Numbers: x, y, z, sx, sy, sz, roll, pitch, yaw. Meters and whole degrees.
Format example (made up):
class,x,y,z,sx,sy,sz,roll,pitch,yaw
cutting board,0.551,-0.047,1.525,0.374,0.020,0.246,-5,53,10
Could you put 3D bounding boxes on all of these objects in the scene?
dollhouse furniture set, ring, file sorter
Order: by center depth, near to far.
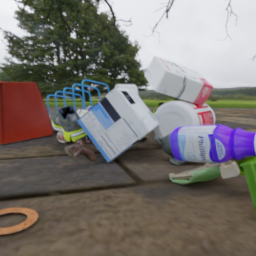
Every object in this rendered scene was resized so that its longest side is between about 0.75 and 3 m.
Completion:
class,x,y,z,sx,sy,sz,roll,pitch,yaw
ring,-1.822,1.423,4.257,0.862,0.083,0.862,1,7,0
dollhouse furniture set,1.896,1.134,5.446,1.146,0.885,2.292,-11,-8,-24
file sorter,-2.356,-1.046,13.451,2.753,1.689,1.910,-14,-11,37

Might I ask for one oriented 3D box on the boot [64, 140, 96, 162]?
class,x,y,z,sx,sy,sz,roll,pitch,yaw
boot,-1.233,0.690,7.222,0.258,0.750,0.805,-43,0,18

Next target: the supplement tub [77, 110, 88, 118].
class,x,y,z,sx,sy,sz,roll,pitch,yaw
supplement tub,-1.549,-0.292,11.393,1.098,0.796,0.796,8,8,0

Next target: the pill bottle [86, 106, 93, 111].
class,x,y,z,sx,sy,sz,roll,pitch,yaw
pill bottle,-1.804,-0.771,15.462,0.635,0.635,1.060,-7,25,-44

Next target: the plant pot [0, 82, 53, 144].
class,x,y,z,sx,sy,sz,roll,pitch,yaw
plant pot,-5.110,-0.766,11.949,2.667,2.353,2.670,4,9,31

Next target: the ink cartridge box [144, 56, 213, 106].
class,x,y,z,sx,sy,sz,roll,pitch,yaw
ink cartridge box,1.736,-1.644,9.790,1.955,0.809,1.432,14,30,-23

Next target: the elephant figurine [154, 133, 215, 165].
class,x,y,z,sx,sy,sz,roll,pitch,yaw
elephant figurine,1.548,0.625,7.719,1.019,0.929,1.313,-30,30,-8

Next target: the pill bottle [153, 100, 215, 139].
class,x,y,z,sx,sy,sz,roll,pitch,yaw
pill bottle,2.264,-0.229,10.593,1.659,1.659,2.955,5,9,32

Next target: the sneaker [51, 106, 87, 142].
class,x,y,z,sx,sy,sz,roll,pitch,yaw
sneaker,-2.078,-0.342,9.570,0.871,0.954,2.358,-19,25,-27

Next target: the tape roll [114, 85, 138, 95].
class,x,y,z,sx,sy,sz,roll,pitch,yaw
tape roll,-0.244,-2.848,26.748,1.786,2.602,2.602,-1,8,-17

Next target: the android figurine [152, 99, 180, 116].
class,x,y,z,sx,sy,sz,roll,pitch,yaw
android figurine,1.817,-0.457,12.699,1.987,0.448,2.183,-14,-33,-1

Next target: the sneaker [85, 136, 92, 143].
class,x,y,z,sx,sy,sz,roll,pitch,yaw
sneaker,-1.422,0.305,11.211,0.514,0.478,1.190,2,9,-13

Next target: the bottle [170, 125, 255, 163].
class,x,y,z,sx,sy,sz,roll,pitch,yaw
bottle,1.744,0.323,5.576,1.808,0.755,0.590,-1,23,38

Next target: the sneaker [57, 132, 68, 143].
class,x,y,z,sx,sy,sz,roll,pitch,yaw
sneaker,-2.159,0.167,10.614,1.446,0.544,0.756,-26,14,39

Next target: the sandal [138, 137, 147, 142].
class,x,y,z,sx,sy,sz,roll,pitch,yaw
sandal,0.549,0.441,11.264,0.291,0.164,0.767,2,8,16

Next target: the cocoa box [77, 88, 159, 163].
class,x,y,z,sx,sy,sz,roll,pitch,yaw
cocoa box,-0.204,-0.171,8.607,1.518,1.543,2.313,-38,-2,14
